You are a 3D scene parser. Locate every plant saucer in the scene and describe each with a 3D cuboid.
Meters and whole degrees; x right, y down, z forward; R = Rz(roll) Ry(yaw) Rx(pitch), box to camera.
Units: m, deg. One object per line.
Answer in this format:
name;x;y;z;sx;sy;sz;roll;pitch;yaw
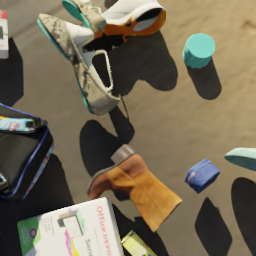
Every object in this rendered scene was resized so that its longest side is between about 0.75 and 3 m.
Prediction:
plant saucer;3.015;0.762;6.453;1.515;1.515;0.272;19;79;4

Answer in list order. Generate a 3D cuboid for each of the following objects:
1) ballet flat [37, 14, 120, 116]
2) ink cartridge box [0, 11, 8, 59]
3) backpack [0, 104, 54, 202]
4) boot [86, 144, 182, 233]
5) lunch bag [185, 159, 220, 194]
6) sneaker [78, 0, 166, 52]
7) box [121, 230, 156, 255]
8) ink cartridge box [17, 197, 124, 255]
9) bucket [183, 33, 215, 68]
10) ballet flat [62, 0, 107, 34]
ballet flat;-1.017;-1.637;6.632;1.028;0.926;2.731;-28;95;13
ink cartridge box;-3.728;-2.547;7.578;0.861;0.500;1.193;-3;79;-24
backpack;-3.130;0.455;6.491;2.242;1.508;2.047;21;70;2
boot;0.062;1.548;6.293;1.686;0.613;1.791;-47;72;11
lunch bag;1.725;1.081;6.546;0.781;0.530;0.516;-26;56;-31
sneaker;-0.315;-3.014;7.905;2.597;0.983;1.195;-17;55;-1
box;0.318;2.950;6.659;1.007;0.252;0.379;44;93;7
ink cartridge box;-1.275;2.604;6.481;2.073;0.870;1.501;-15;77;-3
bucket;1.963;-2.149;7.767;0.865;0.563;0.865;0;76;-1
ballet flat;-1.062;-2.952;7.164;0.619;0.558;1.645;-34;57;-13
